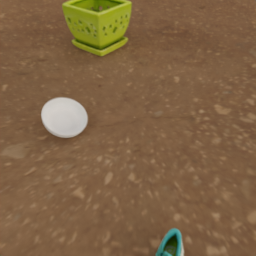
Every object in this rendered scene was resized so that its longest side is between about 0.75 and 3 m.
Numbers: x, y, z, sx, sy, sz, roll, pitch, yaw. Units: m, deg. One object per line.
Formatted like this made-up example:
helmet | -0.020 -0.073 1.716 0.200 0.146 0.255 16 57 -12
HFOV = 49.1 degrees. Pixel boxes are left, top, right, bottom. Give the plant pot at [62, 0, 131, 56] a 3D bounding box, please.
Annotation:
plant pot | -1.515 -5.249 14.389 2.540 2.317 2.553 27 47 29

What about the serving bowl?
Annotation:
serving bowl | -2.220 -0.285 9.712 1.542 0.507 1.542 10 55 -15

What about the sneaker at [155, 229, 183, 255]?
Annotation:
sneaker | 0.727 2.996 5.977 0.717 0.737 1.851 14 43 16
